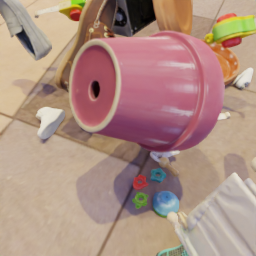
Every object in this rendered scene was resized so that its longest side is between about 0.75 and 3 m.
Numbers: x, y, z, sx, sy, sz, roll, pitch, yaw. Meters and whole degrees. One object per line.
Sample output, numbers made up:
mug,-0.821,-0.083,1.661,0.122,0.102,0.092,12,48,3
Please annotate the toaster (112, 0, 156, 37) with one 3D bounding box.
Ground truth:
toaster,0.148,-4.308,8.379,1.477,2.250,2.488,22,52,36

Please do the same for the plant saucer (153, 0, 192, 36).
plant saucer,1.343,-3.581,7.903,0.485,2.591,2.591,-1,46,26

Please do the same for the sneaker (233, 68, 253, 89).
sneaker,4.162,-1.746,9.909,0.419,0.398,1.041,42,66,18

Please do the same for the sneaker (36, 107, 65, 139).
sneaker,-2.540,-0.174,8.515,0.720,0.459,1.246,14,42,14

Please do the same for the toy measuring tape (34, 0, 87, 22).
toy measuring tape,-2.021,-3.712,9.075,1.943,0.715,0.715,-11,49,11

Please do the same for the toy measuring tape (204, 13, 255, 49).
toy measuring tape,2.981,-2.606,7.062,2.425,0.892,0.892,-10,36,45

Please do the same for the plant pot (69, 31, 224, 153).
plant pot,0.200,-0.690,5.192,2.116,2.365,2.365,-1,42,-41

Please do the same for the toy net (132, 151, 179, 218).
toy net,0.766,1.197,7.370,1.164,0.428,2.219,4,48,7

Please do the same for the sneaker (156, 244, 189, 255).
sneaker,0.855,3.094,5.525,2.734,1.061,1.247,-29,40,-27

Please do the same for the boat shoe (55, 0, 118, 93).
boat shoe,-0.836,-2.203,7.363,1.035,1.036,2.944,21,89,27

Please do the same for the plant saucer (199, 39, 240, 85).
plant saucer,2.693,-2.365,10.357,2.678,0.432,2.678,0,51,0

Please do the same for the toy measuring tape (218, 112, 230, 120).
toy measuring tape,2.407,-0.464,8.652,1.638,0.603,0.603,-5,50,-5

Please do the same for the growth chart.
growth chart,1.392,1.544,3.278,0.235,2.650,1.918,-17,64,-26

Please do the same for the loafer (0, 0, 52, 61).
loafer,-3.160,-2.960,8.133,0.759,2.172,0.758,-13,36,48
